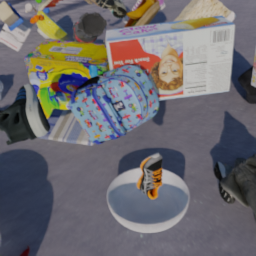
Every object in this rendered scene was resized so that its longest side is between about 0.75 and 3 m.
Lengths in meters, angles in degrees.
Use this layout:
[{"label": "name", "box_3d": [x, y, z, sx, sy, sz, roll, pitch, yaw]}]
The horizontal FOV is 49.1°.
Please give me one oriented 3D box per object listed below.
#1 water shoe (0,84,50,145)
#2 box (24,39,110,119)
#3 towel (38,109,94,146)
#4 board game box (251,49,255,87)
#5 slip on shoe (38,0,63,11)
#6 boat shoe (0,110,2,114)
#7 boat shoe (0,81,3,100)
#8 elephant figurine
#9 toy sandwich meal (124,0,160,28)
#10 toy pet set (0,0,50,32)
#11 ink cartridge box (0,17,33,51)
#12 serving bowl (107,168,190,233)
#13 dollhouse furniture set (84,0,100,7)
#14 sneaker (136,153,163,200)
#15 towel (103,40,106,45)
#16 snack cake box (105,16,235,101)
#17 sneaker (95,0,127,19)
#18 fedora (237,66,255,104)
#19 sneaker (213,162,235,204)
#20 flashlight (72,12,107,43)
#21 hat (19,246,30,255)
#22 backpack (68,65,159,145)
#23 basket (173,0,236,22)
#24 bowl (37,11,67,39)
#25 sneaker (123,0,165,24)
[{"label": "water shoe", "box_3d": [-2.535, -0.393, 6.528, 1.020, 0.924, 2.584, -22, 22, -15]}, {"label": "box", "box_3d": [-1.828, -1.541, 10.184, 2.781, 2.679, 1.697, 8, 40, 10]}, {"label": "towel", "box_3d": [-1.467, -0.045, 7.435, 1.551, 0.185, 1.139, 6, 49, 13]}, {"label": "board game box", "box_3d": [3.965, -2.142, 7.022, 1.447, 2.153, 0.368, -8, 26, -7]}, {"label": "slip on shoe", "box_3d": [-2.288, -3.723, 8.350, 0.340, 0.281, 0.919, 17, 56, 45]}, {"label": "boat shoe", "box_3d": [-5.079, -0.570, 10.878, 0.932, 0.318, 0.344, -8, 41, -9]}, {"label": "boat shoe", "box_3d": [-5.825, -1.838, 12.131, 0.716, 0.650, 1.947, -18, 43, -20]}, {"label": "elephant figurine", "box_3d": [3.346, 1.495, 7.424, 1.737, 1.905, 2.455, -23, 49, -16]}, {"label": "toy sandwich meal", "box_3d": [0.307, -3.750, 9.659, 0.730, 2.132, 2.132, 41, 45, -7]}, {"label": "toy pet set", "box_3d": [-3.544, -3.932, 9.396, 1.514, 0.861, 1.621, -38, 88, 2]}, {"label": "ink cartridge box", "box_3d": [-4.296, -3.655, 10.680, 0.854, 1.181, 0.498, 31, 37, -26]}, {"label": "serving bowl", "box_3d": [0.524, 1.960, 7.426, 2.148, 0.707, 2.148, -3, 30, 2]}, {"label": "dollhouse furniture set", "box_3d": [-1.233, -5.226, 10.424, 1.350, 1.241, 0.879, 27, 9, 27]}, {"label": "sneaker", "box_3d": [0.503, 0.952, 5.527, 0.463, 1.182, 0.456, -20, 49, -25]}, {"label": "towel", "box_3d": [0.419, -2.850, 12.068, 2.825, 2.340, 1.209, -12, 49, -13]}, {"label": "snack cake box", "box_3d": [1.015, -1.682, 7.101, 2.971, 1.708, 0.998, -7, 34, 1]}, {"label": "sneaker", "box_3d": [-0.637, -4.291, 9.334, 0.581, 1.498, 0.647, -22, 62, 27]}, {"label": "fedora", "box_3d": [5.168, -1.682, 11.136, 1.226, 2.684, 2.684, -24, 33, 25]}, {"label": "sneaker", "box_3d": [2.933, 1.567, 8.182, 0.571, 0.533, 1.441, 6, 40, 0]}, {"label": "flashlight", "box_3d": [-1.315, -3.338, 9.484, 0.976, 0.973, 2.873, 31, 2, -21]}, {"label": "hat", "box_3d": [-3.139, 4.119, 5.362, 2.688, 2.366, 2.226, -46, 59, 1]}, {"label": "backpack", "box_3d": [-0.252, -0.538, 6.383, 1.707, 1.559, 1.149, -15, 20, 33]}, {"label": "basket", "box_3d": [2.489, -3.711, 10.259, 1.378, 2.234, 1.514, 38, 20, -16]}, {"label": "bowl", "box_3d": [-4.668, -5.822, 16.375, 1.062, 1.974, 1.974, -47, 46, 9]}, {"label": "sneaker", "box_3d": [0.452, -5.007, 11.280, 1.846, 1.052, 0.669, -19, 44, 21]}]
